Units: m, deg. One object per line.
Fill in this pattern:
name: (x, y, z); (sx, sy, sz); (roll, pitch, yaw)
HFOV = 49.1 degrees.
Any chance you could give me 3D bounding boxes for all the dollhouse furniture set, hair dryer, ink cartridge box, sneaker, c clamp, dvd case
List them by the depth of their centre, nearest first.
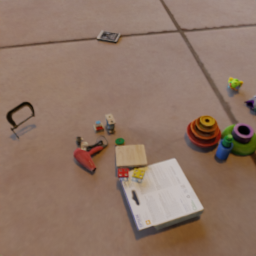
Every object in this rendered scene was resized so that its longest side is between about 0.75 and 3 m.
ink cartridge box: (1.016, 2.212, 9.381); (2.213, 0.479, 2.173); (-15, 47, -10)
hair dryer: (-1.411, 0.900, 10.578); (1.306, 0.466, 1.714); (-2, 49, -3)
c clamp: (-4.226, -0.383, 11.123); (1.288, 1.100, 0.174); (-44, 33, -18)
dollhouse furniture set: (-0.960, -0.108, 11.394); (0.803, 0.566, 0.563); (-15, 50, -14)
sneaker: (5.726, -0.735, 12.026); (0.717, 0.609, 1.637); (-22, 41, -5)
dvd case: (-1.114, -5.277, 16.234); (1.190, 0.147, 0.894); (12, 51, 10)

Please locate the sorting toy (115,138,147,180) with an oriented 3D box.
sorting toy: (0.106, 1.176, 10.276); (1.084, 0.380, 2.249); (-4, 36, -2)

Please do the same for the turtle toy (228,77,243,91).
turtle toy: (4.931, -2.011, 12.968); (0.663, 0.910, 0.460); (24, 89, 16)

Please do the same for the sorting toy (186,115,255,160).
sorting toy: (3.687, 0.201, 10.682); (2.818, 1.157, 1.693); (5, 51, 5)
